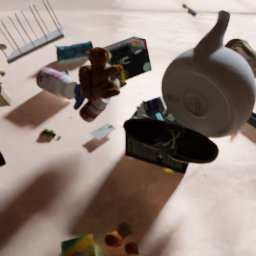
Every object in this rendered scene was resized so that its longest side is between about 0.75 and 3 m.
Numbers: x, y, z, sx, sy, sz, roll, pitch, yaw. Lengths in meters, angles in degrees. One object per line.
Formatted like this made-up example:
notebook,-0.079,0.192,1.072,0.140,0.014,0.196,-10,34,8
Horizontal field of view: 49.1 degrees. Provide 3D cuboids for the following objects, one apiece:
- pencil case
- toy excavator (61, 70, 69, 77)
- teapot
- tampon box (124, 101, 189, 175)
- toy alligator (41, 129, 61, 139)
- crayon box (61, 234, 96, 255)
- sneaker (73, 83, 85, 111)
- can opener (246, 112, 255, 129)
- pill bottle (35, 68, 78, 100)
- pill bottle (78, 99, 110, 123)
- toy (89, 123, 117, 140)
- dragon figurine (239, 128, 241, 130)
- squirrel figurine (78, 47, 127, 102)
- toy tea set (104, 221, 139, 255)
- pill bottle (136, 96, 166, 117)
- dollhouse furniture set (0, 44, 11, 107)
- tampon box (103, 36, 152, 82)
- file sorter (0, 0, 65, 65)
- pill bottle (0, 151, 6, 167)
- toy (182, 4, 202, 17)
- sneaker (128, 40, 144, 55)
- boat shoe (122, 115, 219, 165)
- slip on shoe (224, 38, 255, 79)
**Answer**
pencil case,-3.078,-4.408,16.035,2.142,0.911,0.990,-15,47,-18
toy excavator,-3.000,-2.302,13.828,0.537,1.075,1.045,-37,8,-35
teapot,2.530,-1.201,8.164,2.869,2.906,2.123,47,63,3
tampon box,1.223,0.285,9.940,2.300,1.452,1.724,17,42,19
toy alligator,-3.050,0.203,11.008,0.956,0.230,0.317,13,42,16
crayon box,-1.167,3.449,6.949,0.833,0.409,1.403,-10,41,-12
sneaker,-1.678,-1.174,9.670,0.528,0.475,1.284,25,62,-11
can opener,5.575,-0.101,10.958,0.604,0.757,2.263,-22,45,-24
pill bottle,-3.272,-2.027,13.024,1.904,1.079,1.079,25,46,26
pill bottle,-1.168,-0.738,9.766,0.652,1.142,0.652,30,38,-26
toy,-0.973,0.190,11.025,0.572,0.235,0.993,29,48,34
dragon figurine,4.460,-0.091,11.349,0.833,0.414,0.245,-11,35,-43
squirrel figurine,-0.740,-1.260,6.544,1.208,1.128,0.855,-14,22,26
toy tea set,-0.043,3.204,7.221,0.863,0.537,1.451,-31,60,14
pill bottle,0.726,-0.654,8.998,0.895,0.518,0.518,-19,37,14
dollhouse furniture set,-3.477,-1.298,7.474,0.789,0.924,1.783,-8,63,1
tampon box,-0.140,-2.673,11.059,1.751,1.312,1.105,-25,32,-15
file sorter,-3.599,-3.567,10.111,2.234,1.391,1.550,-25,31,1
pill bottle,-4.999,1.288,9.104,1.772,0.991,0.991,-29,48,-31
toy,2.676,-4.971,11.984,0.631,0.259,1.095,0,43,-42
sneaker,0.313,-2.792,9.807,0.402,0.450,1.125,-21,27,-6
boat shoe,1.140,0.347,7.892,2.770,0.995,0.936,21,4,20
slip on shoe,3.788,-2.502,9.940,0.871,1.093,2.875,4,33,-5
